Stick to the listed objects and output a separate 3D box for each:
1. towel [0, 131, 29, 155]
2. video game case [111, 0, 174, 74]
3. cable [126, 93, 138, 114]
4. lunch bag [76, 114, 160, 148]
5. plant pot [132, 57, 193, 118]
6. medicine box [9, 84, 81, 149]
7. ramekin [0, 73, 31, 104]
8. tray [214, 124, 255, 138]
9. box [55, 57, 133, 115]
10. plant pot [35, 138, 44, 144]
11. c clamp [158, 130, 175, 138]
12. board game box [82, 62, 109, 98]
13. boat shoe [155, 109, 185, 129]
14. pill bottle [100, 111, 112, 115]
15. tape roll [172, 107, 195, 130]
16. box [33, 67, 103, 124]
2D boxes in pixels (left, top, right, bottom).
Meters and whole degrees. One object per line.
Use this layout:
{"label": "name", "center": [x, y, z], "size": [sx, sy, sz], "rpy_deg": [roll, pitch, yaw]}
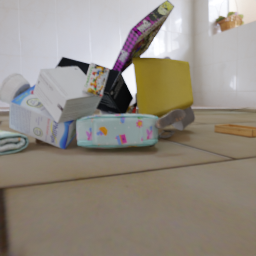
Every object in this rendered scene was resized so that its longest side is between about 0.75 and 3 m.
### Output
{"label": "towel", "center": [-5.070, 0.479, 9.321], "size": [2.777, 0.669, 2.377], "rpy_deg": [-5, 9, -39]}
{"label": "video game case", "center": [0.520, -3.608, 11.613], "size": [2.548, 0.503, 2.811], "rpy_deg": [-47, -1, -30]}
{"label": "cable", "center": [0.341, -1.084, 12.894], "size": [0.590, 1.215, 0.306], "rpy_deg": [26, 7, 24]}
{"label": "lunch bag", "center": [-0.298, 0.126, 9.863], "size": [2.845, 1.097, 2.282], "rpy_deg": [-1, -1, -1]}
{"label": "plant pot", "center": [1.580, -1.686, 12.146], "size": [2.239, 2.538, 2.539], "rpy_deg": [-6, -1, 9]}
{"label": "medicine box", "center": [-2.811, -0.550, 10.390], "size": [2.250, 1.158, 2.049], "rpy_deg": [20, 34, 5]}
{"label": "ramekin", "center": [-4.130, -1.362, 10.314], "size": [0.576, 1.237, 1.237], "rpy_deg": [32, 12, 6]}
{"label": "tray", "center": [5.398, 0.119, 13.572], "size": [1.075, 0.403, 2.179], "rpy_deg": [-4, 7, -30]}
{"label": "box", "center": [-1.500, -1.732, 12.021], "size": [2.954, 1.165, 2.085], "rpy_deg": [19, -20, 23]}
{"label": "plant pot", "center": [-3.186, 0.222, 10.859], "size": [0.697, 0.799, 0.799], "rpy_deg": [4, 6, -13]}
{"label": "c clamp", "center": [1.535, 0.267, 12.349], "size": [0.909, 0.144, 1.064], "rpy_deg": [4, 20, 37]}
{"label": "board game box", "center": [-1.041, -1.542, 9.020], "size": [0.640, 1.014, 0.175], "rpy_deg": [16, -12, -10]}
{"label": "boat shoe", "center": [1.266, -0.279, 8.682], "size": [1.075, 0.400, 0.394], "rpy_deg": [-21, -1, -19]}
{"label": "pill bottle", "center": [-1.016, -0.721, 13.411], "size": [0.664, 0.664, 1.177], "rpy_deg": [-1, -7, -6]}
{"label": "tape roll", "center": [2.328, -1.052, 14.400], "size": [0.798, 2.415, 2.415], "rpy_deg": [-37, 13, -6]}
{"label": "box", "center": [-2.027, -1.166, 9.475], "size": [1.606, 1.049, 1.597], "rpy_deg": [-17, 57, -47]}
